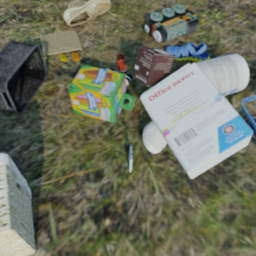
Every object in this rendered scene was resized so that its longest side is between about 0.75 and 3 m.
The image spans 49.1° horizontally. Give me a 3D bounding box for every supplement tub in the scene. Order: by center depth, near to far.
[{"bbox_3d":[3.182,-1.847,10.638,2.279,1.503,1.503,-16,53,-13],"label":"supplement tub"}]

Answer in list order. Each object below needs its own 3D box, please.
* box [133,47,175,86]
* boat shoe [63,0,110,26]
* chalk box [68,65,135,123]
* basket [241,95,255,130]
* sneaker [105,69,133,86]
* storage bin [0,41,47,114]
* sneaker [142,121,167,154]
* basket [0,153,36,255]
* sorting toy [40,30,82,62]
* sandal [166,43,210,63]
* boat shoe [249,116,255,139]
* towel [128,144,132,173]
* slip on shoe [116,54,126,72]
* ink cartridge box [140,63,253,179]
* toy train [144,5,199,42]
[{"bbox_3d":[0.785,-1.910,8.758,0.826,1.006,0.834,-5,31,-35],"label":"box"},{"bbox_3d":[-1.994,-5.861,14.332,2.590,0.934,0.841,-24,63,-14],"label":"boat shoe"},{"bbox_3d":[-0.845,-1.187,10.191,2.170,1.345,1.355,13,53,11],"label":"chalk box"},{"bbox_3d":[5.566,-0.394,9.172,2.894,2.013,2.552,-15,52,6],"label":"basket"},{"bbox_3d":[-0.351,-2.215,11.667,1.185,0.433,0.663,33,54,15],"label":"sneaker"},{"bbox_3d":[-4.248,-1.926,10.591,1.151,1.660,2.456,13,52,10],"label":"storage bin"},{"bbox_3d":[1.286,-0.167,9.353,0.901,1.149,2.313,37,56,-9],"label":"sneaker"},{"bbox_3d":[-3.681,2.219,6.775,2.447,2.425,1.968,-16,57,-13],"label":"basket"},{"bbox_3d":[-3.047,-3.710,12.959,1.749,0.314,2.347,-11,52,-14],"label":"sorting toy"},{"bbox_3d":[2.664,-3.407,12.338,1.961,0.854,0.779,9,53,9],"label":"sandal"},{"bbox_3d":[4.830,0.301,9.507,0.641,0.639,1.770,-18,63,-20],"label":"boat shoe"},{"bbox_3d":[0.073,0.946,8.791,0.090,0.553,0.753,2,38,-3],"label":"towel"},{"bbox_3d":[-0.311,-2.771,12.098,0.436,0.360,1.177,-5,50,2],"label":"slip on shoe"},{"bbox_3d":[1.877,-0.238,8.170,1.973,1.156,2.730,-32,65,4],"label":"ink cartridge box"},{"bbox_3d":[2.122,-4.985,13.525,2.622,1.117,1.494,-26,65,-20],"label":"toy train"}]
